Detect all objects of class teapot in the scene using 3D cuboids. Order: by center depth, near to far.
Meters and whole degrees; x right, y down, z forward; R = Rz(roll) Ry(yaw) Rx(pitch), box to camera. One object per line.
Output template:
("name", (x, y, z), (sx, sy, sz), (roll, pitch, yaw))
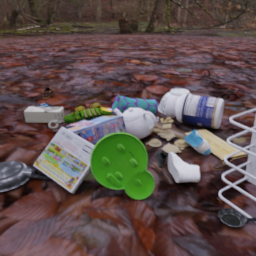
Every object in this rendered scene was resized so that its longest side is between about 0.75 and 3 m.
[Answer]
("teapot", (0.289, -0.311, 11.583), (1.574, 1.149, 1.553), (-17, 31, 1))

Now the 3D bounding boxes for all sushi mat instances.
("sushi mat", (3.403, 0.644, 11.162), (1.159, 0.147, 2.423), (-10, 26, -22))

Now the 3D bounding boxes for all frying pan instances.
("frying pan", (2.924, 2.352, 7.381), (1.119, 0.182, 0.677), (-4, 25, -13))
("frying pan", (-3.486, 1.581, 8.871), (2.679, 0.436, 1.621), (6, 24, 22))

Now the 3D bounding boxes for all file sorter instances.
("file sorter", (3.668, 0.954, 7.540), (1.629, 2.616, 1.815), (-16, 29, -28))

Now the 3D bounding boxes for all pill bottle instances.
("pill bottle", (3.028, -0.816, 12.894), (2.450, 1.361, 1.361), (12, 27, 24))

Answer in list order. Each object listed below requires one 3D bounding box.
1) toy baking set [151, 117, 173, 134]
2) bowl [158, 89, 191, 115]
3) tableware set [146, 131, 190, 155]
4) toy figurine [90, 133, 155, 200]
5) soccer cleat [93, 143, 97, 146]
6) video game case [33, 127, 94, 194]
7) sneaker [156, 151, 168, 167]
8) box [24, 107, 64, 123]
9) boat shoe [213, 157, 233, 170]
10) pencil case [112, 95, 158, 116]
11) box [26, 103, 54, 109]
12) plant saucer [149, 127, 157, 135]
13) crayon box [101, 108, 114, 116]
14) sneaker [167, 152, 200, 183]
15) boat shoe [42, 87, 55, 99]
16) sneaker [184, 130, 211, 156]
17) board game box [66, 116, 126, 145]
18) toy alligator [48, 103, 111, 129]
("toy baking set", (1.266, -0.131, 12.144), (1.521, 0.177, 1.167), (5, 34, 33))
("bowl", (2.664, -1.423, 14.646), (2.219, 1.041, 2.219), (0, 25, 0))
("tableware set", (1.618, 0.596, 11.224), (1.346, 0.187, 1.611), (-21, 34, -35))
("toy figurine", (-0.236, 1.046, 8.891), (1.651, 2.199, 2.024), (-42, 11, -3))
("soccer cleat", (-1.259, 0.740, 10.606), (0.349, 0.431, 0.999), (-11, 26, -19))
("video game case", (-1.924, 0.972, 8.873), (1.724, 0.197, 1.569), (28, 75, 24))
("sneaker", (1.209, 0.983, 9.980), (0.319, 0.477, 0.833), (20, 23, -6))
("box", (-3.997, -0.628, 13.427), (1.733, 0.593, 0.712), (1, 24, 2))
("boat shoe", (3.300, 1.220, 9.725), (0.862, 0.303, 0.304), (-14, 31, -26))
("pencil case", (0.342, -1.050, 13.499), (2.143, 0.912, 0.990), (4, 48, -24))
("box", (-4.547, -0.963, 14.550), (1.162, 0.267, 0.924), (-22, 32, -40))
("plant saucer", (0.678, 0.045, 12.443), (1.176, 0.190, 1.176), (0, 25, 0))
("crayon box", (-1.267, -0.594, 13.623), (0.739, 0.362, 1.244), (10, 27, 20))
("sneaker", (1.858, 1.336, 9.296), (0.869, 0.554, 1.503), (4, 26, -10))
("boat shoe", (-4.837, -2.224, 17.068), (0.501, 0.501, 1.424), (0, 23, 2))
("sneaker", (2.657, 0.580, 10.769), (0.617, 0.651, 1.613), (-43, 14, 10))
("board game box", (-1.693, 0.174, 10.657), (2.303, 0.711, 2.305), (-23, 17, -41))
("toy alligator", (-2.061, -0.478, 12.362), (2.869, 0.689, 0.951), (-16, 71, -23))
